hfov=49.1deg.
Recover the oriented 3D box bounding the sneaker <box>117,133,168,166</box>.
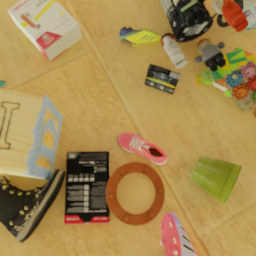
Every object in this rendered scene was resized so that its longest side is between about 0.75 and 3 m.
[{"bbox_3d":[0.531,0.629,9.726,1.943,0.843,0.716,25,77,7],"label":"sneaker"}]

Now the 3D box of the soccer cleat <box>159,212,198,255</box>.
[{"bbox_3d":[1.847,4.099,8.923,1.095,0.955,2.864,-6,69,-31],"label":"soccer cleat"}]

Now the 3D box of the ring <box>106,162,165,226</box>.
[{"bbox_3d":[0.288,2.176,9.365,2.092,0.201,2.092,4,77,-17],"label":"ring"}]

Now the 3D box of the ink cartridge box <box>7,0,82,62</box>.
[{"bbox_3d":[-3.206,-4.029,10.840,1.673,0.961,2.305,-42,79,-10],"label":"ink cartridge box"}]

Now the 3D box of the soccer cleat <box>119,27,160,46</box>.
[{"bbox_3d":[0.445,-3.551,11.047,1.635,0.528,0.684,8,106,-2],"label":"soccer cleat"}]

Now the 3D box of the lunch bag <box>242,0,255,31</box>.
[{"bbox_3d":[4.922,-4.502,11.068,1.260,0.768,1.073,-23,77,-5],"label":"lunch bag"}]

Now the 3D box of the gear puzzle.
[{"bbox_3d":[4.342,-1.151,9.902,1.191,0.301,2.300,-31,113,15],"label":"gear puzzle"}]

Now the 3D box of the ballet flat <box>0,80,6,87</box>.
[{"bbox_3d":[-5.260,-1.645,10.531,1.251,0.464,0.464,-21,77,-7],"label":"ballet flat"}]

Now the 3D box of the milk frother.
[{"bbox_3d":[2.719,-4.930,10.774,2.618,2.363,2.462,-7,73,-39],"label":"milk frother"}]

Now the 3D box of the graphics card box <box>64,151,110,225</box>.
[{"bbox_3d":[-1.362,1.993,9.501,1.495,0.606,2.383,-2,77,0],"label":"graphics card box"}]

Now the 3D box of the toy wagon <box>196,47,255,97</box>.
[{"bbox_3d":[3.691,-2.051,10.430,2.285,0.452,1.773,-12,70,5],"label":"toy wagon"}]

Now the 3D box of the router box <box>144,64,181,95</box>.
[{"bbox_3d":[1.238,-1.777,10.275,1.175,0.924,0.307,21,61,5],"label":"router box"}]

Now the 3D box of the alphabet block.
[{"bbox_3d":[-3.754,0.275,9.029,2.484,2.427,2.440,8,74,1],"label":"alphabet block"}]

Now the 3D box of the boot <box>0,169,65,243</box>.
[{"bbox_3d":[-3.493,2.177,9.312,1.960,0.952,2.602,30,84,6],"label":"boot"}]

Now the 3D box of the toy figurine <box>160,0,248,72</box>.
[{"bbox_3d":[2.434,-3.362,9.632,2.536,2.497,1.765,-2,48,-16],"label":"toy figurine"}]

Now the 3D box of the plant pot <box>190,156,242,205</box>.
[{"bbox_3d":[2.847,1.591,9.327,1.341,1.392,1.392,26,77,19],"label":"plant pot"}]
